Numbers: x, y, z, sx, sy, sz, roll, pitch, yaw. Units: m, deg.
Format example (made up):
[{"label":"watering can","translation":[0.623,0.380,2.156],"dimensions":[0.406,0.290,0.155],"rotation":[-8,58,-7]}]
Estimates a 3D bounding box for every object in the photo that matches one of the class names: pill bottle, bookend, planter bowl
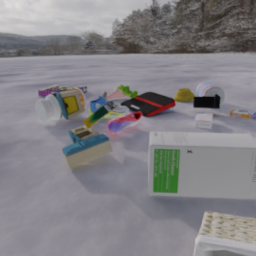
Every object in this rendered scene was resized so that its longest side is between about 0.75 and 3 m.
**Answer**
[{"label":"pill bottle","translation":[-2.628,-0.894,11.037],"dimensions":[1.800,1.047,1.047],"rotation":[-24,29,-39]},{"label":"bookend","translation":[3.249,-1.124,11.922],"dimensions":[1.161,0.535,1.154],"rotation":[4,1,26]},{"label":"planter bowl","translation":[2.935,-1.786,14.703],"dimensions":[1.189,0.495,1.189],"rotation":[-11,20,4]},{"label":"pill bottle","translation":[3.999,-1.703,13.895],"dimensions":[1.053,1.053,1.936],"rotation":[0,17,-1]}]

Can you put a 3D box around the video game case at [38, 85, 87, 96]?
[{"label":"video game case","translation":[-3.770,-2.158,16.407],"dimensions":[2.196,0.393,1.991],"rotation":[5,18,14]}]

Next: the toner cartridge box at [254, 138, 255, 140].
[{"label":"toner cartridge box","translation":[3.734,0.652,7.427],"dimensions":[2.228,0.481,1.058],"rotation":[1,18,4]}]

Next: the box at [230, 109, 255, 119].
[{"label":"box","translation":[4.850,-0.570,11.758],"dimensions":[1.002,0.208,0.597],"rotation":[14,22,30]}]

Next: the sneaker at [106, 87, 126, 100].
[{"label":"sneaker","translation":[-0.775,-1.875,15.034],"dimensions":[1.346,0.704,0.507],"rotation":[-8,21,-19]}]

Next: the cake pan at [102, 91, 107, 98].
[{"label":"cake pan","translation":[-1.177,-1.380,13.448],"dimensions":[0.144,0.785,0.785],"rotation":[17,15,-10]}]

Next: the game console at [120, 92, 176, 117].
[{"label":"game console","translation":[0.923,-1.087,12.785],"dimensions":[1.843,0.323,2.083],"rotation":[-26,31,-27]}]

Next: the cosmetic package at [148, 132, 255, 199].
[{"label":"cosmetic package","translation":[1.542,0.757,5.968],"dimensions":[2.210,1.189,0.937],"rotation":[0,17,6]}]

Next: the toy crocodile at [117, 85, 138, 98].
[{"label":"toy crocodile","translation":[0.075,-1.693,13.870],"dimensions":[1.344,0.454,0.415],"rotation":[28,-28,-28]}]

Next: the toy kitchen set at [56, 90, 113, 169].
[{"label":"toy kitchen set","translation":[-1.521,-0.108,7.753],"dimensions":[1.207,1.642,2.049],"rotation":[-21,19,-21]}]

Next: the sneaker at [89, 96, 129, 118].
[{"label":"sneaker","translation":[-0.820,-0.874,11.368],"dimensions":[1.655,0.869,0.627],"rotation":[-7,26,3]}]

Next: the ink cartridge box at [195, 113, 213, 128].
[{"label":"ink cartridge box","translation":[2.832,-0.257,10.498],"dimensions":[0.598,0.353,1.040],"rotation":[6,19,18]}]

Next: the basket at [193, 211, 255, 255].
[{"label":"basket","translation":[1.526,1.702,3.480],"dimensions":[1.369,0.928,0.845],"rotation":[6,15,18]}]

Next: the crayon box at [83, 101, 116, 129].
[{"label":"crayon box","translation":[-0.836,-0.412,8.425],"dimensions":[0.822,0.278,0.952],"rotation":[-37,3,18]}]

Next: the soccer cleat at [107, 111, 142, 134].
[{"label":"soccer cleat","translation":[-0.107,-0.238,9.584],"dimensions":[0.552,0.633,1.654],"rotation":[52,32,13]}]
